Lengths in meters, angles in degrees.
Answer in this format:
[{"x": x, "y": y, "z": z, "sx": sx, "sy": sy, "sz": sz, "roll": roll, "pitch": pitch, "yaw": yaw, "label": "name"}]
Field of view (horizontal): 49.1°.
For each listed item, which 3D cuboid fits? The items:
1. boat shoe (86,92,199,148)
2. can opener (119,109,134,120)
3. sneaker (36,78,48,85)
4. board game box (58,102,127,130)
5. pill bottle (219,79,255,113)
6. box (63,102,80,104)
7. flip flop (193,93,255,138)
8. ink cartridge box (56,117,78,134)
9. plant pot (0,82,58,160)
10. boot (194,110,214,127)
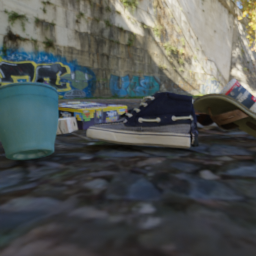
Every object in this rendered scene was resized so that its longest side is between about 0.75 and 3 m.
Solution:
[{"x": 0.341, "y": -0.212, "z": 6.665, "sx": 2.647, "sy": 1.227, "sz": 0.988, "roll": 4, "pitch": -7, "yaw": 10, "label": "boat shoe"}, {"x": 0.231, "y": -0.190, "z": 8.282, "sx": 0.625, "sy": 0.504, "sz": 1.589, "roll": -36, "pitch": 23, "yaw": -8, "label": "can opener"}, {"x": -3.672, "y": -1.150, "z": 10.453, "sx": 0.710, "sy": 0.821, "sz": 1.876, "roll": -4, "pitch": 37, "yaw": 36, "label": "sneaker"}, {"x": -1.704, "y": -0.563, "z": 11.472, "sx": 2.226, "sy": 0.763, "sz": 2.693, "roll": 10, "pitch": 13, "yaw": 35, "label": "board game box"}, {"x": 4.084, "y": -0.861, "z": 10.104, "sx": 1.685, "sy": 1.007, "sz": 1.007, "roll": 43, "pitch": 14, "yaw": 4, "label": "pill bottle"}, {"x": -3.323, "y": -1.112, "z": 15.933, "sx": 0.765, "sy": 0.626, "sz": 1.611, "roll": -10, "pitch": 4, "yaw": 15, "label": "box"}, {"x": 2.845, "y": -0.214, "z": 7.681, "sx": 2.290, "sy": 0.659, "sz": 0.929, "roll": 30, "pitch": -27, "yaw": 9, "label": "flip flop"}, {"x": -1.962, "y": -0.061, "z": 8.527, "sx": 0.759, "sy": 0.440, "sz": 0.257, "roll": -7, "pitch": 13, "yaw": 18, "label": "ink cartridge box"}, {"x": -1.916, "y": -0.054, "z": 5.370, "sx": 1.287, "sy": 1.209, "sz": 1.287, "roll": -11, "pitch": -14, "yaw": -3, "label": "plant pot"}, {"x": 2.600, "y": -0.520, "z": 10.437, "sx": 1.592, "sy": 0.595, "sz": 0.772, "roll": 5, "pitch": 38, "yaw": -35, "label": "boot"}]
